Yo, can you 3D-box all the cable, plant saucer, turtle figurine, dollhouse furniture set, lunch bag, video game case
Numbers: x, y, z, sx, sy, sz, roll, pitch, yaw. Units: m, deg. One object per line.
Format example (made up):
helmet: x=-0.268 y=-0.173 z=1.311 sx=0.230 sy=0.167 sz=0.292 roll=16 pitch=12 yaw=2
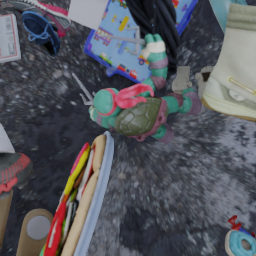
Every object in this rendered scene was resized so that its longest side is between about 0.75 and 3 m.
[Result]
cable: x=0.405 y=-2.213 z=5.492 sx=0.667 sy=2.627 sz=2.143 roll=-20 pitch=68 yaw=1
plant saucer: x=2.122 y=-2.075 z=5.354 sx=0.286 sy=2.087 sz=2.087 roll=-26 pitch=76 yaw=37
turtle figurine: x=0.131 y=-0.409 z=4.706 sx=1.940 sy=2.592 sz=1.305 roll=-32 pitch=60 yaw=32
dollhouse furniture set: x=-1.648 y=2.257 z=4.434 sx=2.823 sy=2.969 sz=2.419 roll=14 pitch=74 yaw=-24
lunch bag: x=0.226 y=-2.701 z=7.939 sx=2.172 sy=1.357 sz=2.885 roll=31 pitch=89 yaw=4
video game case: x=-4.319 y=-2.555 z=8.357 sx=2.040 sy=0.178 sz=1.459 roll=-11 pitch=79 yaw=-3

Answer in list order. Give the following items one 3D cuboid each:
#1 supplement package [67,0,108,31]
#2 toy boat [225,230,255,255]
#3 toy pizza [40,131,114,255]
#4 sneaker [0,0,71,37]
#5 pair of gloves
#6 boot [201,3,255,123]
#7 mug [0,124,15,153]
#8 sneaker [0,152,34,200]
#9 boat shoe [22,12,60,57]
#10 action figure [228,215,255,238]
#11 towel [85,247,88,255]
supplement package: x=-0.479 y=-1.806 z=3.769 sx=0.460 sy=0.759 sz=0.455 roll=20 pitch=58 yaw=-13
toy boat: x=1.688 y=1.857 z=3.962 sx=0.636 sy=0.351 sz=0.756 roll=25 pitch=50 yaw=-10
toy pizza: x=-0.952 y=1.411 z=4.545 sx=0.472 sy=2.981 sz=2.981 roll=20 pitch=79 yaw=-9
sneaker: x=-2.209 y=-2.694 z=6.675 sx=1.645 sy=0.663 sz=0.614 roll=13 pitch=93 yaw=-13
pair of gloves: x=1.402 y=-0.995 z=6.041 sx=0.911 sy=0.160 sz=0.774 roll=9 pitch=75 yaw=28
boot: x=2.407 y=-0.883 z=4.205 sx=2.230 sy=0.804 sz=1.724 roll=15 pitch=113 yaw=12
mug: x=-3.189 y=-0.039 z=5.309 sx=1.445 sy=1.957 sz=1.716 roll=-24 pitch=79 yaw=-33
sneaker: x=-2.486 y=0.580 z=3.840 sx=2.250 sy=0.795 sz=1.099 roll=-11 pitch=108 yaw=-24
boat shoe: x=-1.953 y=-2.137 z=6.516 sx=0.551 sy=1.309 sz=0.449 roll=-5 pitch=70 yaw=22
action figure: x=2.570 y=2.362 z=5.748 sx=0.337 sy=0.427 sz=1.304 roll=-37 pitch=103 yaw=9
towel: x=-1.584 y=2.862 z=7.074 sx=1.216 sy=0.520 sz=1.007 roll=1 pitch=77 yaw=2
